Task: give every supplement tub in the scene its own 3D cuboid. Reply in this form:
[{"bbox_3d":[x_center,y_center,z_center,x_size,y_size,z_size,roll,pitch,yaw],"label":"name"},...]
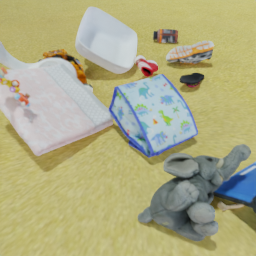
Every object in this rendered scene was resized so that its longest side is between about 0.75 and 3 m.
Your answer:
[{"bbox_3d":[1.703,-4.209,12.805,1.099,0.588,0.588,5,36,5],"label":"supplement tub"}]

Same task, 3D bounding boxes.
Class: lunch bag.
[{"bbox_3d":[0.639,-0.260,6.902,1.542,1.156,1.814,-22,62,-28],"label":"lunch bag"}]

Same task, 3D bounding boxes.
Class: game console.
[{"bbox_3d":[2.943,1.433,5.392,1.943,1.150,1.658,-20,9,-26],"label":"game console"}]

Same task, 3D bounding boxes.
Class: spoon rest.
[{"bbox_3d":[-3.032,-1.911,9.107,2.902,0.880,1.442,26,72,7],"label":"spoon rest"}]

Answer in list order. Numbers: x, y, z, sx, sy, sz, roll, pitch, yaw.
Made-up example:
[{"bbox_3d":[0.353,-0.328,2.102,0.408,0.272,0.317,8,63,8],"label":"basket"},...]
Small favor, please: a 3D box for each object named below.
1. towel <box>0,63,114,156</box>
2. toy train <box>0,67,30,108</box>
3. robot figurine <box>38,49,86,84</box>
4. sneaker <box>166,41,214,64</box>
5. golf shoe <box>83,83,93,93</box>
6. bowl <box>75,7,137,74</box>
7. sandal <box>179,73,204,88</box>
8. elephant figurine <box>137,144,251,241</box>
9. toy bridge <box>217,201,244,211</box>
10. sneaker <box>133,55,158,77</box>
[{"bbox_3d":[-1.937,-0.678,7.072,2.452,0.414,2.567,-23,62,-44],"label":"towel"},{"bbox_3d":[-2.456,-0.905,5.898,0.285,1.026,0.771,-45,39,-1],"label":"toy train"},{"bbox_3d":[-2.307,-2.097,9.728,1.566,0.629,2.160,-17,46,-22],"label":"robot figurine"},{"bbox_3d":[2.352,-2.733,10.653,1.792,0.692,0.701,-9,48,11],"label":"sneaker"},{"bbox_3d":[-1.529,-0.779,8.231,0.711,0.623,1.613,45,44,9],"label":"golf shoe"},{"bbox_3d":[-0.826,-3.049,10.206,2.235,0.835,2.238,24,52,-21],"label":"bowl"},{"bbox_3d":[2.192,-1.592,9.499,0.565,0.339,1.504,27,29,25],"label":"sandal"},{"bbox_3d":[1.243,1.011,5.159,1.405,1.281,1.811,25,47,9],"label":"elephant figurine"},{"bbox_3d":[2.138,1.407,5.480,0.872,0.119,0.293,-23,42,-28],"label":"toy bridge"},{"bbox_3d":[0.709,-1.966,9.573,1.230,0.482,0.711,6,53,-48],"label":"sneaker"}]
